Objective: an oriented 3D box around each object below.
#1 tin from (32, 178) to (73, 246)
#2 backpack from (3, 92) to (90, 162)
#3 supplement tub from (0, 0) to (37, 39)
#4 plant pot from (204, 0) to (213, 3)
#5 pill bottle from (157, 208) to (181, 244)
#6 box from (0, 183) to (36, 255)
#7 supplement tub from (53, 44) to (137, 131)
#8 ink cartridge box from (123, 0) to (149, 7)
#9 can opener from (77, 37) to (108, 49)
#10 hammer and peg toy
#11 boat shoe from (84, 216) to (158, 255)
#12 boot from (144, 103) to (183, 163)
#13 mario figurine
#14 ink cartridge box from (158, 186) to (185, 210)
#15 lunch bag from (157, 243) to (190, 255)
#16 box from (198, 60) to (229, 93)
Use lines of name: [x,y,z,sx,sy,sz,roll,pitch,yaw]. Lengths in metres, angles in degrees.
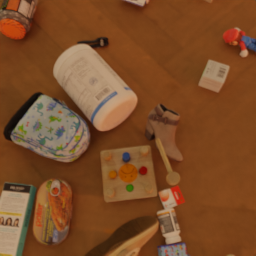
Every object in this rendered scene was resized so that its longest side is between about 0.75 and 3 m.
tin: [-2.540,2.836,9.541,1.223,0.457,2.184,3,72,-4]
backpack: [-2.695,0.075,10.035,2.731,2.099,2.228,36,66,-4]
supplement tub: [-4.823,-5.074,12.230,1.330,1.330,2.170,6,68,2]
plant pot: [3.740,-6.685,13.115,0.996,0.882,0.997,29,72,11]
pill bottle: [1.369,3.264,9.312,0.612,0.612,1.051,-12,68,-5]
box: [-3.875,3.089,9.398,0.969,0.579,2.356,6,69,2]
supplement tub: [-1.228,-1.491,10.495,1.916,1.916,2.904,-36,72,-13]
ink cartridge box: [0.608,-6.758,13.364,1.260,0.494,2.662,22,68,8]
can opener: [-1.532,-3.664,12.227,1.394,0.548,0.442,-12,108,-2]
hammer and peg toy: [0.377,1.501,9.840,2.603,0.918,1.915,-8,68,-1]
boat shoe: [-0.160,3.875,8.990,2.831,1.009,0.913,-30,105,-13]
boot: [1.456,0.118,10.129,1.982,1.449,0.696,38,29,20]
mario figurine: [4.899,-3.711,12.183,1.701,0.902,1.050,21,34,-3]
ink cartridge box: [1.531,2.455,9.865,0.792,0.198,0.642,-20,70,-5]
lunch bag: [1.528,4.179,9.085,1.003,0.472,0.755,-2,66,-11]
box: [3.466,-2.093,11.353,0.889,0.762,0.885,21,70,10]
